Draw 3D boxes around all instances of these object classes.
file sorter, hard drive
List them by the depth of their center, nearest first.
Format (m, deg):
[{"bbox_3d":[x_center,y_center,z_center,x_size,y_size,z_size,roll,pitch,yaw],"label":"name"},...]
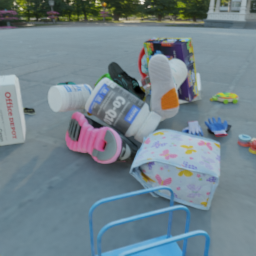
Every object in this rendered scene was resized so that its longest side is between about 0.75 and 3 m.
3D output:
[{"bbox_3d":[0.444,2.076,3.852,1.599,1.414,2.305,-8,25,-18],"label":"file sorter"},{"bbox_3d":[3.163,0.043,9.707,0.579,0.182,0.859,21,32,38],"label":"hard drive"}]

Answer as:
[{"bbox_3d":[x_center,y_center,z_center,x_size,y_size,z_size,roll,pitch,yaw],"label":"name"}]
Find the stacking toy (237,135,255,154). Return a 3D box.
[{"bbox_3d":[3.919,0.411,8.694,0.781,0.364,0.863,-11,27,-21],"label":"stacking toy"}]

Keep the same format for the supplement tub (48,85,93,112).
[{"bbox_3d":[-1.777,-0.948,8.839,0.821,0.821,1.245,22,23,39],"label":"supplement tub"}]

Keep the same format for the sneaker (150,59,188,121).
[{"bbox_3d":[1.110,-1.059,9.486,0.944,2.684,1.076,32,55,15],"label":"sneaker"}]

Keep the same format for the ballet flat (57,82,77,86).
[{"bbox_3d":[-3.082,-2.206,14.370,1.084,0.390,0.390,3,25,6],"label":"ballet flat"}]

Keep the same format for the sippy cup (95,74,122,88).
[{"bbox_3d":[-0.444,-1.030,9.597,1.313,1.225,1.672,24,20,-26],"label":"sippy cup"}]

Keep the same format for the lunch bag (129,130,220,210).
[{"bbox_3d":[1.134,0.886,6.722,1.897,1.206,1.609,16,29,9],"label":"lunch bag"}]

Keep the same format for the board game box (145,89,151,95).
[{"bbox_3d":[1.652,-1.786,13.578,1.386,0.254,1.049,13,27,24],"label":"board game box"}]

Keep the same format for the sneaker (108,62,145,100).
[{"bbox_3d":[-0.013,-1.437,8.559,0.568,1.508,0.598,-45,11,-36],"label":"sneaker"}]

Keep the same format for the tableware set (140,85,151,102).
[{"bbox_3d":[0.199,-0.970,10.590,0.358,1.570,2.331,41,35,-9],"label":"tableware set"}]

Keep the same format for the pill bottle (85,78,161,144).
[{"bbox_3d":[-0.125,-0.459,8.169,2.011,1.144,1.144,33,29,1],"label":"pill bottle"}]

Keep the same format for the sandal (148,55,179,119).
[{"bbox_3d":[1.046,-1.203,8.026,0.797,2.081,0.596,0,38,14],"label":"sandal"}]

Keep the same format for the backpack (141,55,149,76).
[{"bbox_3d":[0.940,-2.531,11.010,0.753,1.000,0.887,24,43,-29],"label":"backpack"}]

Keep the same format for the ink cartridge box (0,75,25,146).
[{"bbox_3d":[-4.717,-0.454,8.610,2.744,2.000,1.136,-8,26,-17],"label":"ink cartridge box"}]

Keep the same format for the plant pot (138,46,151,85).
[{"bbox_3d":[1.797,-3.110,13.305,2.150,2.150,1.902,14,22,28],"label":"plant pot"}]

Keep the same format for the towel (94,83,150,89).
[{"bbox_3d":[-0.211,-2.109,14.279,2.562,0.291,1.845,14,26,25],"label":"towel"}]

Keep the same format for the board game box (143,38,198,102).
[{"bbox_3d":[1.483,-2.028,9.714,0.582,2.053,1.697,-35,35,-30],"label":"board game box"}]

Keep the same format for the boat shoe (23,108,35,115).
[{"bbox_3d":[-4.089,-0.704,11.255,0.791,0.238,0.282,8,26,16],"label":"boat shoe"}]

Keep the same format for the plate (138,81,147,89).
[{"bbox_3d":[0.189,-1.908,12.602,1.151,0.186,1.154,19,38,12],"label":"plate"}]

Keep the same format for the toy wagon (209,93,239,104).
[{"bbox_3d":[4.317,-1.355,12.656,1.240,0.245,0.962,-2,25,-4],"label":"toy wagon"}]

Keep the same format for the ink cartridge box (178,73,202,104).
[{"bbox_3d":[2.380,-1.760,12.976,1.941,0.487,2.236,-11,26,19],"label":"ink cartridge box"}]

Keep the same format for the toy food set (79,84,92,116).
[{"bbox_3d":[-1.680,-0.930,10.102,0.554,1.160,0.522,-22,4,-38],"label":"toy food set"}]

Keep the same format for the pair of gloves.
[{"bbox_3d":[2.594,0.001,9.500,1.554,0.177,1.249,-6,26,10],"label":"pair of gloves"}]

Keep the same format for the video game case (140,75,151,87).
[{"bbox_3d":[0.829,-1.895,10.864,0.754,0.539,0.066,-31,69,0],"label":"video game case"}]

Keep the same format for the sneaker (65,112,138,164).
[{"bbox_3d":[-0.809,0.351,8.354,1.384,1.147,2.902,13,10,-42],"label":"sneaker"}]
